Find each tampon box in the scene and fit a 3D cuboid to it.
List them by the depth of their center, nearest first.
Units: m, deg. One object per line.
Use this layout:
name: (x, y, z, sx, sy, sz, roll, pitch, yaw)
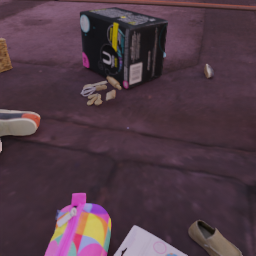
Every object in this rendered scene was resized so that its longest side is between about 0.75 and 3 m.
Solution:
tampon box: (-0.256, -3.018, 10.196, 1.742, 2.068, 2.760, -25, 42, -35)

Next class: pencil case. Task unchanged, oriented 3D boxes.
pencil case: (-0.854, 2.102, 3.918, 1.015, 1.015, 2.296, 3, 36, 4)

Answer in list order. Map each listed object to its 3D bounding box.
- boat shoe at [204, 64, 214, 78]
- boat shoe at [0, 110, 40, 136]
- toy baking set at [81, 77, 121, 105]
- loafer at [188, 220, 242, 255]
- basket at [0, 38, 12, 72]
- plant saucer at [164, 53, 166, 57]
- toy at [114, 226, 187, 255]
boat shoe: (3.054, -2.131, 10.536, 0.266, 0.296, 0.822, 7, 38, 0)
boat shoe: (-3.324, -0.171, 7.396, 1.916, 0.682, 0.600, 1, 33, -3)
toy baking set: (-0.914, -1.255, 9.019, 1.194, 0.181, 1.555, -30, 40, -6)
loafer: (1.456, 1.922, 4.704, 0.982, 0.331, 0.373, 27, 43, 33)
basket: (-5.474, -2.698, 10.485, 1.203, 1.255, 1.685, 26, 43, 32)
plant saucer: (1.072, -3.025, 11.866, 1.047, 0.201, 1.047, 1, 35, 0)
toy: (0.600, 2.324, 4.067, 1.787, 0.422, 1.029, 22, 37, 21)
